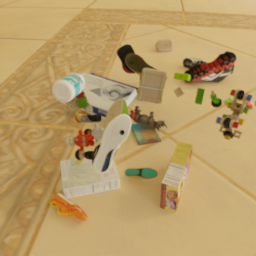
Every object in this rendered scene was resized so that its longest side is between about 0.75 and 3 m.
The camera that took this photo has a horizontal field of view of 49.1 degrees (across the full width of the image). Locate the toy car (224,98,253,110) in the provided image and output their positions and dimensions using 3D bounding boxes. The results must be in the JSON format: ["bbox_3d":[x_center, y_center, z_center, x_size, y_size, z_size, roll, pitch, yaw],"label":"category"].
[{"bbox_3d":[4.804,-1.203,12.325,1.071,0.254,1.138,-2,37,-2],"label":"toy car"}]

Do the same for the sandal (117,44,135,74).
[{"bbox_3d":[0.142,-2.856,12.492,0.948,2.525,0.569,-32,74,8],"label":"sandal"}]

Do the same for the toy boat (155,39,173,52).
[{"bbox_3d":[2.162,-4.990,17.066,1.069,0.698,0.699,-9,8,-12],"label":"toy boat"}]

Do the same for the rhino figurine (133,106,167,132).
[{"bbox_3d":[0.817,-0.282,10.636,1.442,0.630,0.431,24,32,12],"label":"rhino figurine"}]

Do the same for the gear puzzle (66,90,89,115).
[{"bbox_3d":[-2.088,-1.066,11.002,0.963,1.859,0.243,-18,16,8],"label":"gear puzzle"}]

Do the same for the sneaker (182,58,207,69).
[{"bbox_3d":[3.824,-3.404,14.880,1.783,0.687,0.759,31,43,33],"label":"sneaker"}]

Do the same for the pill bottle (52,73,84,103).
[{"bbox_3d":[-1.799,-1.305,8.757,0.680,0.680,1.228,9,29,11],"label":"pill bottle"}]

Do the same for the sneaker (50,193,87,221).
[{"bbox_3d":[-1.629,2.284,7.736,1.259,0.459,0.485,19,59,32],"label":"sneaker"}]

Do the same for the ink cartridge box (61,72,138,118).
[{"bbox_3d":[-1.116,-1.619,12.310,2.721,0.553,2.726,19,44,14],"label":"ink cartridge box"}]

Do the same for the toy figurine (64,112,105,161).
[{"bbox_3d":[-1.199,0.262,8.203,0.871,1.251,1.232,0,57,18],"label":"toy figurine"}]

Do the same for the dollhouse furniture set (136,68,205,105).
[{"bbox_3d":[1.641,-1.481,10.738,2.519,1.259,0.973,11,7,12],"label":"dollhouse furniture set"}]

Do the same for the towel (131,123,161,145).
[{"bbox_3d":[0.647,0.170,10.640,0.909,0.135,1.240,-9,39,-11],"label":"towel"}]

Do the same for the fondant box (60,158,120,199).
[{"bbox_3d":[-1.201,1.444,8.688,1.680,0.489,1.212,-8,38,-12],"label":"fondant box"}]

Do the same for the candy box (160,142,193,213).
[{"bbox_3d":[1.441,1.405,8.259,0.522,1.079,1.849,14,40,19],"label":"candy box"}]

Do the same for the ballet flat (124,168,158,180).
[{"bbox_3d":[0.425,1.433,8.720,1.079,0.340,0.370,3,57,22],"label":"ballet flat"}]

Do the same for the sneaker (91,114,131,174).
[{"bbox_3d":[-0.531,0.359,7.397,0.599,1.639,0.917,29,-4,-16],"label":"sneaker"}]

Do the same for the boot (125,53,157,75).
[{"bbox_3d":[0.624,-2.225,12.115,1.723,1.967,0.650,39,84,9],"label":"boot"}]

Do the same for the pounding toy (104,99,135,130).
[{"bbox_3d":[-0.225,-0.201,10.306,0.801,1.333,1.727,24,40,-24],"label":"pounding toy"}]

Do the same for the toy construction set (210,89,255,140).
[{"bbox_3d":[3.178,-0.296,7.868,1.564,1.202,1.304,-5,54,20],"label":"toy construction set"}]

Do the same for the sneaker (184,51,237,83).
[{"bbox_3d":[4.011,-2.674,13.724,2.644,1.292,0.934,-22,50,10],"label":"sneaker"}]
